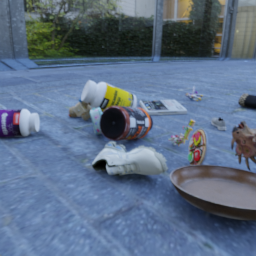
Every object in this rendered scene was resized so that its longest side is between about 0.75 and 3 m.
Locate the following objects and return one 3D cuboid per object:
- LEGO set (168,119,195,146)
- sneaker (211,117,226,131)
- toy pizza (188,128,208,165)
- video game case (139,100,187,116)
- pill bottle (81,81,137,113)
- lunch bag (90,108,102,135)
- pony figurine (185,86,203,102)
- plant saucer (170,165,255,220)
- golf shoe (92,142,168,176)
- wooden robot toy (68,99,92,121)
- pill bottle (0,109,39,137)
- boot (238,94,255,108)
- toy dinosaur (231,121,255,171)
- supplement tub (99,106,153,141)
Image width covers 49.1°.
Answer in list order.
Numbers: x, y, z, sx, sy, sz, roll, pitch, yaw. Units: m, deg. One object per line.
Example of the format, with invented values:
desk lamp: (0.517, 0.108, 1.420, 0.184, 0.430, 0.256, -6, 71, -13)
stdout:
LEGO set: (1.757, 0.203, 9.485, 0.468, 1.256, 0.578, 19, 48, -15)
sneaker: (3.882, -0.271, 11.863, 0.432, 0.474, 1.156, -2, 19, -7)
toy pizza: (1.969, 0.598, 8.145, 0.190, 1.202, 1.202, 9, 17, -10)
video game case: (1.764, -1.083, 14.635, 2.009, 0.258, 2.210, -2, 20, -7)
pill bottle: (-0.864, -1.253, 12.463, 2.257, 1.269, 1.269, 19, 11, -23)
lunch bag: (-1.167, -0.299, 10.837, 0.484, 1.006, 1.254, -13, 8, -6)
pony figurine: (3.909, -1.931, 16.591, 0.961, 0.800, 0.928, 24, 35, 19)
plant saucer: (2.289, 1.432, 6.434, 2.680, 0.430, 2.680, 4, 11, -1)
golf shoe: (-0.020, 1.043, 7.626, 2.250, 0.881, 1.094, 2, 30, 42)
wooden robot toy: (-2.260, -0.748, 13.126, 1.140, 1.107, 2.513, -34, 17, 9)
pill bottle: (-4.432, -0.189, 10.723, 1.869, 1.051, 1.051, -1, 19, -4)
boot: (7.053, -1.471, 15.029, 1.592, 0.774, 2.114, 18, 32, 41)
toy dinosaur: (3.801, 0.753, 7.364, 1.697, 1.075, 2.504, -37, 76, -19)
supplement tub: (0.062, -0.169, 10.074, 1.189, 1.189, 2.223, 12, 8, 32)
